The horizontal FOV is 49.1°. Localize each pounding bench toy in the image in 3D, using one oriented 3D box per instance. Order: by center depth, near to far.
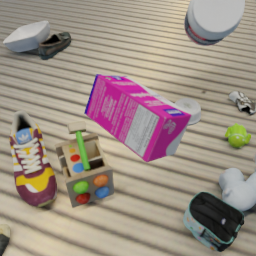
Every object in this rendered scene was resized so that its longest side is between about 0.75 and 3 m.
[{"bbox_3d":[-1.070,0.876,6.812,1.103,1.775,1.384,-16,47,-15],"label":"pounding bench toy"}]

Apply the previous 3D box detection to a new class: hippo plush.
[{"bbox_3d":[3.047,1.573,6.722,1.509,1.495,1.876,-24,36,15],"label":"hippo plush"}]

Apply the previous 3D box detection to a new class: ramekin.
[{"bbox_3d":[1.914,-0.570,9.162,0.969,0.451,0.969,-1,46,1],"label":"ramekin"}]

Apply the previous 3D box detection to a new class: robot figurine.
[{"bbox_3d":[3.256,0.240,8.354,0.712,0.470,0.812,21,47,3],"label":"robot figurine"}]

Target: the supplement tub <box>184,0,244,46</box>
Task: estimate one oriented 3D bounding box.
[{"bbox_3d":[2.421,-3.239,8.124,1.463,1.463,2.085,7,10,7],"label":"supplement tub"}]

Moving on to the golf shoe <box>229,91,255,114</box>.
[{"bbox_3d":[3.840,-0.864,9.480,0.517,0.426,1.095,-34,53,-29],"label":"golf shoe"}]

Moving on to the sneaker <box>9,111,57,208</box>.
[{"bbox_3d":[-2.610,0.743,7.312,1.031,1.239,2.751,-19,49,-18],"label":"sneaker"}]

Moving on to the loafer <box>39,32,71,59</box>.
[{"bbox_3d":[-3.130,-3.733,12.137,0.738,0.646,2.055,17,48,16],"label":"loafer"}]

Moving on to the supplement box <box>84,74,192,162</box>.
[{"bbox_3d":[0.122,-0.228,4.767,1.600,0.827,0.810,37,28,31],"label":"supplement box"}]

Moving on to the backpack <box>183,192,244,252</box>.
[{"bbox_3d":[1.834,2.055,6.276,1.139,0.873,1.001,37,53,18],"label":"backpack"}]

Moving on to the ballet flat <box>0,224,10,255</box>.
[{"bbox_3d":[-3.099,2.740,5.893,0.546,0.467,1.643,18,48,17],"label":"ballet flat"}]

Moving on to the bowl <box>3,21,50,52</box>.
[{"bbox_3d":[-4.239,-3.892,12.080,1.732,0.646,1.729,-7,41,19],"label":"bowl"}]
